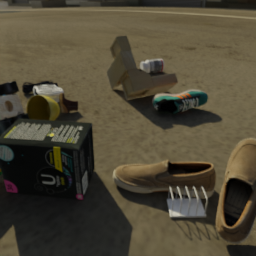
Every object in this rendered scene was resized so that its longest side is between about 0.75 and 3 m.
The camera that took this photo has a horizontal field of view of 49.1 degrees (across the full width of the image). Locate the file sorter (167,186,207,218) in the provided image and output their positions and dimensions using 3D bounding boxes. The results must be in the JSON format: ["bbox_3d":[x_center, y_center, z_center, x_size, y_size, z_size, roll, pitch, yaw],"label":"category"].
[{"bbox_3d":[1.305,1.630,6.255,0.786,0.489,0.545,-1,29,-1],"label":"file sorter"}]

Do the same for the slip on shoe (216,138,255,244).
[{"bbox_3d":[2.307,1.123,5.668,0.878,0.699,2.308,13,62,34],"label":"slip on shoe"}]

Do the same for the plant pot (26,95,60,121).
[{"bbox_3d":[-2.884,-0.611,9.853,1.114,1.114,0.791,14,13,24],"label":"plant pot"}]

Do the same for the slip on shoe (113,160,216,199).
[{"bbox_3d":[0.865,1.125,6.872,2.499,0.757,0.950,7,30,13],"label":"slip on shoe"}]

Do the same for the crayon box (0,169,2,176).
[{"bbox_3d":[-4.466,1.089,6.659,2.533,0.738,1.504,3,35,13],"label":"crayon box"}]

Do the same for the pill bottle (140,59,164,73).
[{"bbox_3d":[1.266,-3.276,14.882,1.168,0.677,0.677,-8,30,-13],"label":"pill bottle"}]

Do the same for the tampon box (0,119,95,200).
[{"bbox_3d":[-1.929,0.727,6.853,1.953,1.464,1.233,3,29,6],"label":"tampon box"}]

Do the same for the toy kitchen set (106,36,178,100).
[{"bbox_3d":[0.437,-2.531,12.409,2.194,2.432,1.984,-14,-9,-24],"label":"toy kitchen set"}]

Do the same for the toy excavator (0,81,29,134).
[{"bbox_3d":[-5.113,-0.238,8.728,2.976,1.487,2.894,-14,10,18],"label":"toy excavator"}]

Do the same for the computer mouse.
[{"bbox_3d":[-3.430,-1.426,11.586,1.543,0.617,2.814,-8,22,-24],"label":"computer mouse"}]

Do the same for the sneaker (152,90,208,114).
[{"bbox_3d":[2.028,-0.897,10.614,2.147,0.766,0.858,-7,34,-1],"label":"sneaker"}]

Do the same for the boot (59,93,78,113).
[{"bbox_3d":[-2.237,-0.976,10.564,0.671,0.807,0.292,-12,28,-27],"label":"boot"}]
